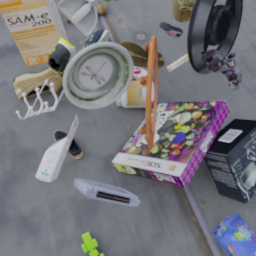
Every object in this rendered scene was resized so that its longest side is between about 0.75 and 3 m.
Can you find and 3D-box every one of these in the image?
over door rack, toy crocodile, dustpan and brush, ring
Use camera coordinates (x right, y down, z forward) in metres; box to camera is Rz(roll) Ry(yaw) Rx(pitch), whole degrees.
[{"bbox_3d":[-2.090,-0.941,7.210,1.179,0.532,1.596,-10,38,33],"label":"over door rack"},{"bbox_3d":[-0.887,3.277,7.286,0.397,0.363,1.177,-27,55,-17],"label":"toy crocodile"},{"bbox_3d":[-1.348,-3.975,9.229,2.033,1.419,0.582,-29,31,34],"label":"dustpan and brush"},{"bbox_3d":[0.508,-0.784,6.580,0.252,2.626,2.626,2,55,10],"label":"ring"}]

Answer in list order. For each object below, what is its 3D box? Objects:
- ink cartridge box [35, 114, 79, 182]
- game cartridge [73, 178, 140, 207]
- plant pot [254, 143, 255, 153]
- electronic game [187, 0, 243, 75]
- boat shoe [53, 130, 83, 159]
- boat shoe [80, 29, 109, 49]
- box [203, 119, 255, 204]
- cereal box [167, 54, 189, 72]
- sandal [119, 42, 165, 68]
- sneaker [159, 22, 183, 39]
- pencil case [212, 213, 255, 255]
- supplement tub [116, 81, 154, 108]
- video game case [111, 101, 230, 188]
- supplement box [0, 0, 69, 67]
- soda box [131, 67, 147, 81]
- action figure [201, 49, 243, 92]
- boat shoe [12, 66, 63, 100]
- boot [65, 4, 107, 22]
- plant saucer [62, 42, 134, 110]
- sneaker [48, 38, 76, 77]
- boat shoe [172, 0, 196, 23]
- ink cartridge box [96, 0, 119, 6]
[{"bbox_3d":[-1.543,0.429,6.273,0.376,1.209,1.502,19,81,-5],"label":"ink cartridge box"},{"bbox_3d":[-0.497,1.401,6.131,1.332,0.887,0.272,21,88,-29],"label":"game cartridge"},{"bbox_3d":[3.015,0.053,5.242,1.237,1.238,1.091,13,19,35],"label":"plant pot"},{"bbox_3d":[2.375,-2.772,7.599,0.553,2.657,2.657,25,58,35],"label":"electronic game"},{"bbox_3d":[-1.973,0.472,9.137,0.497,0.414,1.331,-39,62,-21],"label":"boat shoe"},{"bbox_3d":[-1.465,-3.378,11.508,0.697,0.844,2.255,16,56,9],"label":"boat shoe"},{"bbox_3d":[3.170,0.883,7.970,1.694,1.666,1.050,-36,22,-22],"label":"box"},{"bbox_3d":[1.554,-1.984,8.473,0.795,0.572,0.157,-31,100,16],"label":"cereal box"},{"bbox_3d":[0.391,-2.226,8.984,1.778,0.480,0.714,4,76,-34],"label":"sandal"},{"bbox_3d":[1.197,-2.785,8.091,0.770,0.316,0.270,15,56,-21],"label":"sneaker"},{"bbox_3d":[3.045,3.278,6.912,0.982,0.882,2.261,-16,55,-28],"label":"pencil case"},{"bbox_3d":[0.236,-1.185,9.938,1.314,0.951,0.951,-1,56,-1],"label":"supplement tub"},{"bbox_3d":[1.233,0.293,8.385,2.618,0.517,2.888,5,47,47],"label":"video game case"},{"bbox_3d":[-2.830,-3.151,8.604,1.438,2.283,0.839,-9,43,7],"label":"supplement box"},{"bbox_3d":[0.126,-2.131,10.886,1.440,0.458,0.490,28,60,18],"label":"soda box"},{"bbox_3d":[2.221,-1.297,6.230,1.376,0.477,0.895,9,62,-43],"label":"action figure"},{"bbox_3d":[-2.841,-1.658,10.410,2.662,0.954,1.014,-20,71,-4],"label":"boat shoe"},{"bbox_3d":[-2.132,-5.898,13.362,1.968,0.651,1.724,-14,57,-8],"label":"boot"},{"bbox_3d":[-0.706,-1.217,6.388,1.710,1.710,0.429,-23,50,-15],"label":"plant saucer"},{"bbox_3d":[-2.055,-1.934,8.301,0.676,1.816,0.769,39,69,1],"label":"sneaker"},{"bbox_3d":[2.219,-4.543,9.171,1.039,2.836,0.889,-14,63,-17],"label":"boat shoe"},{"bbox_3d":[-0.544,-5.059,8.803,1.996,1.464,1.457,4,78,39],"label":"ink cartridge box"}]
